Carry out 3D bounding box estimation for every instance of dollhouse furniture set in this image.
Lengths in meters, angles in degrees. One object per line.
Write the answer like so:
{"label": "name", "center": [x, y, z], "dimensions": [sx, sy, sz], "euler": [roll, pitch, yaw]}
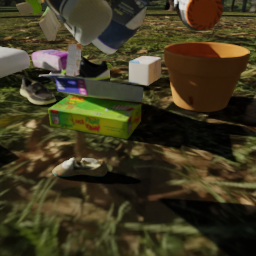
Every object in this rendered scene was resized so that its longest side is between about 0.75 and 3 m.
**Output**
{"label": "dollhouse furniture set", "center": [-2.682, -3.415, 8.025], "dimensions": [0.710, 1.839, 0.919], "euler": [-6, 50, 12]}

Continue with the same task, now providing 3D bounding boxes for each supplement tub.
{"label": "supplement tub", "center": [1.503, -2.630, 6.023], "dimensions": [0.895, 0.895, 1.461], "euler": [1, 32, 3]}

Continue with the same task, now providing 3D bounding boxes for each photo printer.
{"label": "photo printer", "center": [-5.623, -2.623, 11.415], "dimensions": [2.045, 0.854, 2.458], "euler": [12, 30, 20]}

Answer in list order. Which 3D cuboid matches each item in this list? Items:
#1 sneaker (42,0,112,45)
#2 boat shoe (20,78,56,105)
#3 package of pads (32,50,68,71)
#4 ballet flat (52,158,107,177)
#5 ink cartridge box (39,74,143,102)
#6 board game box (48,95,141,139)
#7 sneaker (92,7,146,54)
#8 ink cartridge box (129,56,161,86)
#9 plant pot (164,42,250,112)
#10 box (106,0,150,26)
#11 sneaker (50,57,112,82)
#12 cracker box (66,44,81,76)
{"label": "sneaker", "center": [-1.002, -2.482, 5.614], "dimensions": [1.016, 1.029, 2.591], "euler": [-42, 3, 2]}
{"label": "boat shoe", "center": [-2.932, -1.178, 8.885], "dimensions": [1.735, 0.562, 0.635], "euler": [22, 34, 36]}
{"label": "package of pads", "center": [-3.198, -2.949, 12.243], "dimensions": [1.855, 0.702, 1.118], "euler": [19, 35, 33]}
{"label": "ballet flat", "center": [-0.929, 0.724, 5.367], "dimensions": [1.053, 0.344, 0.371], "euler": [-1, 27, -2]}
{"label": "ink cartridge box", "center": [-1.078, -1.073, 7.643], "dimensions": [2.197, 0.476, 2.157], "euler": [3, 8, -32]}
{"label": "board game box", "center": [-0.833, -0.330, 7.272], "dimensions": [2.122, 0.505, 1.078], "euler": [9, 28, 18]}
{"label": "sneaker", "center": [-0.793, -3.605, 7.621], "dimensions": [2.782, 2.037, 1.121], "euler": [43, 38, -9]}
{"label": "ink cartridge box", "center": [0.691, -2.233, 10.701], "dimensions": [0.823, 0.802, 1.281], "euler": [14, 30, 25]}
{"label": "plant pot", "center": [2.222, -1.539, 8.389], "dimensions": [2.365, 1.656, 2.365], "euler": [1, 27, 0]}
{"label": "box", "center": [-0.204, -2.941, 6.531], "dimensions": [1.148, 0.293, 0.905], "euler": [8, -28, -46]}
{"label": "sneaker", "center": [-1.757, -2.180, 10.408], "dimensions": [2.352, 0.974, 0.843], "euler": [2, 27, 4]}
{"label": "cracker box", "center": [-1.473, -1.848, 7.618], "dimensions": [0.238, 0.825, 0.553], "euler": [10, 17, 1]}
